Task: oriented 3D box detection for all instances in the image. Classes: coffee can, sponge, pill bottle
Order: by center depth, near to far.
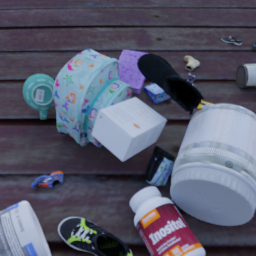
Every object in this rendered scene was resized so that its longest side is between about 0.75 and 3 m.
[{"bbox_3d":[-3.356,2.979,6.280,2.831,1.611,1.611,-23,53,-20],"label":"pill bottle"},{"bbox_3d":[0.868,2.530,6.982,1.145,1.145,2.026,-22,52,-18],"label":"pill bottle"},{"bbox_3d":[5.053,-2.069,11.086,1.246,0.912,0.912,-3,49,-3],"label":"coffee can"},{"bbox_3d":[0.117,-2.410,11.765,1.325,0.354,2.376,12,51,9],"label":"sponge"}]

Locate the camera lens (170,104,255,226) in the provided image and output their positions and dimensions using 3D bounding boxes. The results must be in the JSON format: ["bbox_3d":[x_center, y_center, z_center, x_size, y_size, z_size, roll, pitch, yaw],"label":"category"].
[{"bbox_3d":[2.508,0.890,7.650,2.225,2.225,2.782,17,51,14],"label":"camera lens"}]

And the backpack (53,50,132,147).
[{"bbox_3d":[-1.118,-0.934,8.888,2.081,2.764,2.453,25,53,20],"label":"backpack"}]

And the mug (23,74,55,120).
[{"bbox_3d":[-2.912,-1.105,9.701,1.211,1.474,0.912,-37,25,-8],"label":"mug"}]

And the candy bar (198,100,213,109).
[{"bbox_3d":[3.226,-0.690,10.211,1.433,0.159,0.357,21,82,32],"label":"candy bar"}]

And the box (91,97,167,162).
[{"bbox_3d":[0.042,-0.020,7.884,1.262,0.881,1.657,39,38,22],"label":"box"}]

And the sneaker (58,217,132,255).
[{"bbox_3d":[-0.798,2.726,6.970,2.160,0.894,0.774,20,52,16],"label":"sneaker"}]

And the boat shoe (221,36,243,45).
[{"bbox_3d":[4.965,-4.222,13.362,0.960,0.290,0.355,22,53,18],"label":"boat shoe"}]

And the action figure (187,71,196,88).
[{"bbox_3d":[2.485,-1.838,11.308,0.621,0.331,0.954,23,56,10],"label":"action figure"}]

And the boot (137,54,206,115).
[{"bbox_3d":[1.118,-1.271,7.691,2.107,0.780,1.727,40,13,-6],"label":"boot"}]

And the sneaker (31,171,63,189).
[{"bbox_3d":[-2.378,1.611,8.306,0.977,0.368,0.383,-19,57,-13],"label":"sneaker"}]

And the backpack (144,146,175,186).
[{"bbox_3d":[0.901,1.188,8.219,1.050,0.807,0.856,-55,26,-3],"label":"backpack"}]

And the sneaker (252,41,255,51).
[{"bbox_3d":[6.284,-4.008,13.061,1.223,0.485,0.461,-33,55,-27],"label":"sneaker"}]

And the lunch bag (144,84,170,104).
[{"bbox_3d":[1.132,-1.479,10.944,0.767,0.479,1.018,-21,43,-14],"label":"lunch bag"}]

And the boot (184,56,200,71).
[{"bbox_3d":[2.628,-2.792,12.150,0.769,0.280,0.598,37,59,23],"label":"boot"}]
